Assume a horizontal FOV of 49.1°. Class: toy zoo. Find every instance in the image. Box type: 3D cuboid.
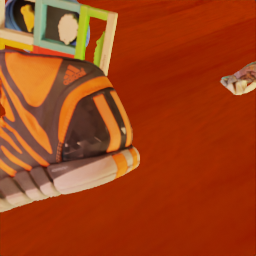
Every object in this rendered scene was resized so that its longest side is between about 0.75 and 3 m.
[{"bbox_3d":[-1.855,-1.767,5.949,2.977,1.953,0.305,13,27,1],"label":"toy zoo"}]

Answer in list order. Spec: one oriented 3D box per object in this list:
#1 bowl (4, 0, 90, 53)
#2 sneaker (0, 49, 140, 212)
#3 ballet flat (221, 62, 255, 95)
[{"bbox_3d":[-1.962,-2.516,6.879,2.055,2.055,0.403,1,62,1],"label":"bowl"},{"bbox_3d":[-1.312,0.063,3.391,2.881,1.614,1.118,-19,-2,22],"label":"sneaker"},{"bbox_3d":[1.576,-0.640,3.927,0.351,0.976,0.351,0,88,-5],"label":"ballet flat"}]
